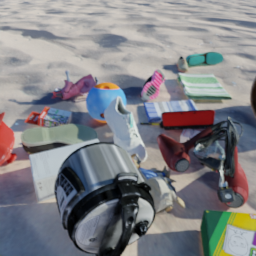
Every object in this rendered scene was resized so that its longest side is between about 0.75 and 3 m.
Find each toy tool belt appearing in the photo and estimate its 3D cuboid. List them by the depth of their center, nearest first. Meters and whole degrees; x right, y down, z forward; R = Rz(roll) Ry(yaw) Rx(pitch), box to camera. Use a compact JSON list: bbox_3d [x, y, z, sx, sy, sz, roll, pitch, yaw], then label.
[{"bbox_3d":[0.729,1.585,7.914,1.143,1.162,1.861,13,23,-36],"label":"toy tool belt"}]

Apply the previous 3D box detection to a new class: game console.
[{"bbox_3d":[2.183,-0.516,10.250,1.795,1.065,1.547,-2,32,13],"label":"game console"}]

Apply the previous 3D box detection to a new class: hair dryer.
[{"bbox_3d":[2.937,1.068,7.582,0.774,2.849,2.170,7,76,21],"label":"hair dryer"},{"bbox_3d":[1.909,0.566,8.333,2.598,0.706,1.979,4,38,39],"label":"hair dryer"}]

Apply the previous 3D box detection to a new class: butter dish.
[{"bbox_3d":[-4.222,0.687,8.970,1.803,1.336,1.808,-43,29,10],"label":"butter dish"}]

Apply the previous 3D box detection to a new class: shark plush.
[{"bbox_3d":[3.015,0.573,9.492,0.858,0.787,1.889,11,35,16],"label":"shark plush"}]

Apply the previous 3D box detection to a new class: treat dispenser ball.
[{"bbox_3d":[-0.884,-0.996,11.156,1.597,1.597,1.597,0,34,0],"label":"treat dispenser ball"}]

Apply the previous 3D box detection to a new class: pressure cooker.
[{"bbox_3d":[-0.471,1.646,6.286,2.036,2.005,2.279,-31,41,-1],"label":"pressure cooker"}]

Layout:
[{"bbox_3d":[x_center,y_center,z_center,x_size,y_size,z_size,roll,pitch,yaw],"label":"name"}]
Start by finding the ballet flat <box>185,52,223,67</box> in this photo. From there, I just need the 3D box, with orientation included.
[{"bbox_3d":[4.451,-4.138,16.645,2.368,0.797,0.833,-9,26,-14],"label":"ballet flat"}]

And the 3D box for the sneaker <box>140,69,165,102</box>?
[{"bbox_3d":[1.014,-1.901,13.343,0.993,0.822,2.081,-23,26,47],"label":"sneaker"}]

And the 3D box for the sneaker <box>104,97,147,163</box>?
[{"bbox_3d":[-0.034,0.028,9.411,0.903,1.062,2.399,-15,64,-37],"label":"sneaker"}]

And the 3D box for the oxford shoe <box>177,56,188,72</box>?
[{"bbox_3d":[3.114,-3.650,16.069,0.542,0.566,1.533,-4,34,-6],"label":"oxford shoe"}]

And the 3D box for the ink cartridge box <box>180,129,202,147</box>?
[{"bbox_3d":[2.367,0.362,10.211,0.819,0.345,0.593,14,36,20],"label":"ink cartridge box"}]

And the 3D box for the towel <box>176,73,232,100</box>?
[{"bbox_3d":[3.615,-2.088,13.795,2.128,0.326,2.790,1,30,-3],"label":"towel"}]

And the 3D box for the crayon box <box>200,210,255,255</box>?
[{"bbox_3d":[3.020,2.963,5.879,2.673,0.779,2.306,3,34,5],"label":"crayon box"}]

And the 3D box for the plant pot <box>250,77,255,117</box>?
[{"bbox_3d":[6.828,-1.324,10.829,2.775,2.803,2.803,-11,34,-28],"label":"plant pot"}]

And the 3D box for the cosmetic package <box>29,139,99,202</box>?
[{"bbox_3d":[-1.732,1.217,8.445,2.213,0.898,1.249,-11,35,-18],"label":"cosmetic package"}]

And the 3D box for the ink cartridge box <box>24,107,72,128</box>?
[{"bbox_3d":[-3.152,-0.416,11.098,1.634,0.411,0.890,12,34,-2],"label":"ink cartridge box"}]

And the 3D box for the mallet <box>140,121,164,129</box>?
[{"bbox_3d":[0.997,-0.179,11.206,1.001,0.206,0.330,7,34,17],"label":"mallet"}]

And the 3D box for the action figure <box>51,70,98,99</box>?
[{"bbox_3d":[-2.508,-1.714,13.010,2.202,1.475,1.640,-27,79,-24],"label":"action figure"}]

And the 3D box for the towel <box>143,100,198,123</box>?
[{"bbox_3d":[1.862,-0.752,11.974,2.263,0.269,1.662,-3,33,-4],"label":"towel"}]

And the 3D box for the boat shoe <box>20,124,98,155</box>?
[{"bbox_3d":[-2.323,0.442,9.649,2.523,0.760,0.899,-1,48,-13],"label":"boat shoe"}]
